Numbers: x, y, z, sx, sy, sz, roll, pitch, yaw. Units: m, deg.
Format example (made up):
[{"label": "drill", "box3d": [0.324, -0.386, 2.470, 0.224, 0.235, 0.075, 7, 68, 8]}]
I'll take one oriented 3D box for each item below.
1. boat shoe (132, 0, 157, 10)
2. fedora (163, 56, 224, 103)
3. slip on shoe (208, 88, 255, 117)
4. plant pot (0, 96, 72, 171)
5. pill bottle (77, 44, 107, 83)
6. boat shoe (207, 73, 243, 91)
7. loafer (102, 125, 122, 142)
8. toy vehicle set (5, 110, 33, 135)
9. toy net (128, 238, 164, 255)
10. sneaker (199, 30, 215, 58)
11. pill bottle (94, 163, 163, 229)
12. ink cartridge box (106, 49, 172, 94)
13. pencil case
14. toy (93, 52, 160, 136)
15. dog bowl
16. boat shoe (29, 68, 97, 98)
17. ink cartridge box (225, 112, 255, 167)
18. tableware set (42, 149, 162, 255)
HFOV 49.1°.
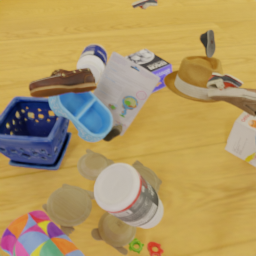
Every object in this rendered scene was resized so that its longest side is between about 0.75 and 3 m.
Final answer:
[{"label": "boat shoe", "box3d": [0.461, -3.337, 7.552, 0.857, 0.268, 0.305, -31, 34, -28]}, {"label": "fedora", "box3d": [2.454, -1.801, 9.475, 2.592, 1.057, 2.592, 2, 33, -1]}, {"label": "slip on shoe", "box3d": [3.290, -0.660, 7.381, 2.436, 0.738, 0.926, 8, 12, 32]}, {"label": "plant pot", "box3d": [-3.024, 0.271, 9.312, 2.010, 1.807, 2.010, 5, 45, 5]}, {"label": "pill bottle", "box3d": [-1.119, -1.958, 8.674, 0.850, 0.850, 1.470, 2, 37, 2]}, {"label": "boat shoe", "box3d": [1.812, -0.842, 5.318, 0.337, 0.296, 0.945, 31, 5, -20]}, {"label": "loafer", "box3d": [-0.468, 0.158, 8.310, 0.921, 0.350, 0.311, -19, 17, 45]}, {"label": "toy vehicle set", "box3d": [-4.596, -0.172, 10.918, 1.048, 0.224, 1.687, 10, 45, 10]}, {"label": "toy net", "box3d": [0.962, 3.595, 6.867, 2.336, 0.451, 1.226, 13, 42, 11]}, {"label": "sneaker", "box3d": [2.400, -2.516, 8.519, 0.306, 0.819, 0.435, 2, -1, -25]}, {"label": "pill bottle", "box3d": [0.077, 1.286, 5.041, 0.831, 1.435, 0.831, -15, 52, 20]}, {"label": "ink cartridge box", "box3d": [0.685, -2.655, 13.277, 2.653, 0.581, 2.678, -28, 52, -27]}, {"label": "pencil case", "box3d": [-1.092, 2.212, 4.267, 0.933, 0.933, 2.111, -33, 51, -30]}, {"label": "toy", "box3d": [-0.257, -0.980, 8.381, 1.452, 2.522, 0.595, 28, 37, -7]}, {"label": "dog bowl", "box3d": [-1.202, -0.470, 7.513, 1.946, 0.482, 1.085, 46, 64, -15]}, {"label": "boat shoe", "box3d": [-1.466, -1.034, 6.258, 1.597, 0.562, 0.562, -14, 83, -40]}, {"label": "ink cartridge box", "box3d": [4.639, 0.367, 9.446, 2.016, 1.458, 1.484, 32, 52, 29]}, {"label": "tableware set", "box3d": [-0.503, 1.524, 6.462, 2.123, 0.295, 2.542, 25, 47, 8]}]
